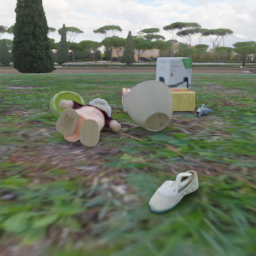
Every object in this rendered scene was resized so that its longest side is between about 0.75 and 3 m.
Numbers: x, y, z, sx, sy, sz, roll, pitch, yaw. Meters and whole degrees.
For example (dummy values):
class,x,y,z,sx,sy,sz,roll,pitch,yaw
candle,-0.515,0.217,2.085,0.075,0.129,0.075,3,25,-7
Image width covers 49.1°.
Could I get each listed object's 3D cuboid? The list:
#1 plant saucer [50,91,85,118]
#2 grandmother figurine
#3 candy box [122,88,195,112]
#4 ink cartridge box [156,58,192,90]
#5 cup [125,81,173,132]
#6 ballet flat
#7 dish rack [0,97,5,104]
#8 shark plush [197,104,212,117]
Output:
class,x,y,z,sx,sy,sz,roll,pitch,yaw
plant saucer,-2.030,-0.800,9.490,1.182,1.182,0.184,-5,-27,-19
grandmother figurine,-1.077,-0.299,7.863,1.806,0.902,2.978,34,12,0
candy box,1.173,-1.198,11.628,2.832,0.800,1.653,1,15,-2
ink cartridge box,2.110,-2.188,13.016,1.525,2.081,0.864,-12,21,-35
cup,0.696,-0.487,7.963,1.408,1.408,1.007,-3,43,-13
ballet flat,0.666,0.862,4.050,0.359,0.332,1.064,11,18,39
dish rack,-5.566,-0.668,9.788,2.000,0.711,2.607,1,12,-2
shark plush,2.747,-0.603,10.205,0.380,0.415,0.912,33,24,23
